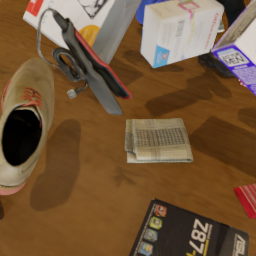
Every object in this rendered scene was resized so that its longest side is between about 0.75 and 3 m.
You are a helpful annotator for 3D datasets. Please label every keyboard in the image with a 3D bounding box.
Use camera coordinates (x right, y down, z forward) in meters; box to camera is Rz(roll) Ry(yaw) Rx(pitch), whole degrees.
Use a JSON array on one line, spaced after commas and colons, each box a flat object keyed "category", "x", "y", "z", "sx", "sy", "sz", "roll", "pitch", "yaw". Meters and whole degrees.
[{"category": "keyboard", "x": 3.252, "y": -2.603, "z": 11.018, "sx": 1.235, "sy": 0.470, "sz": 2.372, "roll": 6, "pitch": 36, "yaw": -28}]

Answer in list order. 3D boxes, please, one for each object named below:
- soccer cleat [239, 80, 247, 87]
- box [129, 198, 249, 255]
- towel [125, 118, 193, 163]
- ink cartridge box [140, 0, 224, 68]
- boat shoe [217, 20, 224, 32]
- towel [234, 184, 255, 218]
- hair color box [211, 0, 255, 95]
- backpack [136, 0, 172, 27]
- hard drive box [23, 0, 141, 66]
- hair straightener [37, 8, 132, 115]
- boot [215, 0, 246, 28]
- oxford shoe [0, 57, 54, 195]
[{"category": "soccer cleat", "x": 4.318, "y": -1.574, "z": 9.856, "sx": 0.418, "sy": 0.337, "sz": 0.982, "roll": -9, "pitch": 41, "yaw": -29}, {"category": "box", "x": 0.941, "y": 2.700, "z": 4.991, "sx": 2.017, "sy": 0.614, "sz": 2.502, "roll": 19, "pitch": 46, "yaw": 15}, {"category": "towel", "x": 0.789, "y": 0.279, "z": 7.836, "sx": 1.783, "sy": 0.308, "sz": 1.716, "roll": -2, "pitch": 43, "yaw": -1}, {"category": "ink cartridge box", "x": 1.206, "y": -2.237, "z": 6.453, "sx": 1.668, "sy": 1.206, "sz": 0.706, "roll": -19, "pitch": 54, "yaw": -19}, {"category": "boat shoe", "x": 3.993, "y": -5.455, "z": 13.687, "sx": 0.914, "sy": 0.776, "sz": 2.510, "roll": -6, "pitch": 43, "yaw": -6}, {"category": "towel", "x": 3.155, "y": 1.645, "z": 6.492, "sx": 1.160, "sy": 0.130, "sz": 0.839, "roll": -7, "pitch": 41, "yaw": -10}, {"category": "hair color box", "x": 2.834, "y": -0.978, "z": 4.590, "sx": 1.418, "sy": 2.594, "sz": 0.841, "roll": -50, "pitch": 13, "yaw": -1}, {"category": "backpack", "x": 1.970, "y": -5.052, "z": 12.167, "sx": 2.510, "sy": 2.431, "sz": 2.992, "roll": -37, "pitch": 65, "yaw": -20}, {"category": "hard drive box", "x": -1.399, "y": -3.366, "z": 8.035, "sx": 2.833, "sy": 2.208, "sz": 1.088, "roll": 38, "pitch": 18, "yaw": 24}, {"category": "hair straightener", "x": -0.463, "y": -0.597, "z": 3.049, "sx": 0.310, "sy": 1.514, "sz": 0.583, "roll": 11, "pitch": 63, "yaw": 34}, {"category": "boot", "x": 2.505, "y": -2.850, "z": 6.875, "sx": 1.465, "sy": 0.666, "sz": 1.743, "roll": -8, "pitch": 78, "yaw": -49}, {"category": "oxford shoe", "x": -1.798, "y": -0.316, "z": 5.234, "sx": 1.049, "sy": 1.114, "sz": 2.978, "roll": 18, "pitch": 54, "yaw": -28}]
